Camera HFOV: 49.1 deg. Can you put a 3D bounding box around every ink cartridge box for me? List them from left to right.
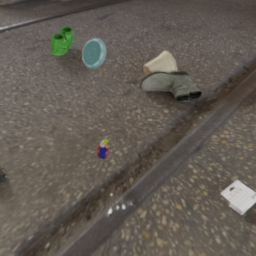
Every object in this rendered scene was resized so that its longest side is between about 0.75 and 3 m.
[{"bbox_3d":[3.252,2.017,8.201,0.878,0.196,0.774,-26,46,-30],"label":"ink cartridge box"}]

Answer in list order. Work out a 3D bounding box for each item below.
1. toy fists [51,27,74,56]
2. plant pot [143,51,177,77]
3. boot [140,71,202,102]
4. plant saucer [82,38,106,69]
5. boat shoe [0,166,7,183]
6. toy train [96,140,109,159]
[{"bbox_3d":[-3.807,-4.972,16.354,0.787,1.167,2.288,20,40,-1],"label":"toy fists"},{"bbox_3d":[1.489,-2.871,13.692,1.254,1.370,1.370,-26,44,-12],"label":"plant pot"},{"bbox_3d":[1.929,-1.797,12.612,2.515,0.852,1.643,-10,45,-10],"label":"boot"},{"bbox_3d":[-1.467,-3.095,11.630,1.279,1.279,0.175,28,14,31],"label":"plant saucer"},{"bbox_3d":[-4.103,1.425,8.881,0.326,0.381,1.041,21,8,-41],"label":"boat shoe"},{"bbox_3d":[-0.769,0.551,9.019,0.366,0.866,0.501,12,39,2],"label":"toy train"}]
